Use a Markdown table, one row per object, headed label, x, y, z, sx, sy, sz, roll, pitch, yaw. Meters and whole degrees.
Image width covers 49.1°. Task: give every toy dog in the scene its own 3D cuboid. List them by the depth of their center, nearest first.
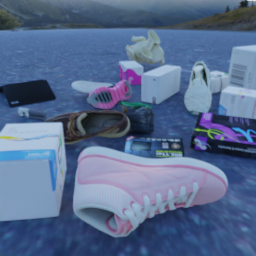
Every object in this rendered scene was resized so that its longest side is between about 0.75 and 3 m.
| label | x | y | z | sx | sy | sz | roll | pitch | yaw |
| --- | --- | --- | --- | --- | --- | --- | --- | --- | --- |
| toy dog | 0.881 | -4.382 | 16.183 | 2.207 | 1.588 | 2.276 | 25 | -12 | -35 |

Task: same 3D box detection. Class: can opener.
| label | x | y | z | sx | sy | sz | roll | pitch | yaw |
| --- | --- | --- | --- | --- | --- | --- | --- | --- | --- |
| can opener | -3.137 | -0.477 | 9.195 | 1.096 | 0.289 | 0.364 | 10 | 20 | 21 |

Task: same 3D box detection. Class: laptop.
| label | x | y | z | sx | sy | sz | roll | pitch | yaw |
| --- | --- | --- | --- | --- | --- | --- | --- | --- | --- |
| laptop | -4.156 | -1.327 | 11.399 | 1.789 | 1.043 | 2.019 | -14 | 2 | -31 |

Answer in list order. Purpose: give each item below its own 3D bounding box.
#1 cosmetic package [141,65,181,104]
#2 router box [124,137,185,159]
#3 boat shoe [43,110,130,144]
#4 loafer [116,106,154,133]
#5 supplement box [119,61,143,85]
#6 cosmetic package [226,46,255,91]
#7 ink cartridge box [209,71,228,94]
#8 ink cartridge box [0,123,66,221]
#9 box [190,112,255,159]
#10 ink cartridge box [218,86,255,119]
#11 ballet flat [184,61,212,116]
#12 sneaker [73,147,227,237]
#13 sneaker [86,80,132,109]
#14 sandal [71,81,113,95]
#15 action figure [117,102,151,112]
| label | x | y | z | sx | sy | sz | roll | pitch | yaw |
| --- | --- | --- | --- | --- | --- | --- | --- | --- | --- |
| cosmetic package | 1.344 | -1.786 | 11.224 | 0.805 | 1.105 | 2.174 | 13 | 25 | 30 |
| router box | 0.574 | 0.658 | 6.239 | 1.357 | 0.421 | 1.017 | 1 | 34 | 4 |
| boat shoe | -1.169 | -0.097 | 7.124 | 2.385 | 0.860 | 0.858 | -2 | -15 | 5 |
| loafer | -0.167 | -0.311 | 8.148 | 1.913 | 0.692 | 0.696 | 6 | 5 | 8 |
| supplement box | 0.122 | -2.703 | 13.648 | 0.847 | 0.829 | 1.639 | -6 | 24 | -15 |
| cosmetic package | 5.380 | -2.070 | 10.763 | 2.349 | 1.966 | 1.954 | -14 | 27 | -30 |
| ink cartridge box | 3.721 | -2.012 | 12.287 | 1.520 | 0.639 | 1.109 | -14 | 27 | -30 |
| ink cartridge box | -1.859 | 0.731 | 5.301 | 1.171 | 1.176 | 1.603 | -3 | 24 | -6 |
| box | 2.976 | 0.179 | 7.411 | 2.413 | 0.436 | 1.725 | 10 | 26 | 16 |
| ink cartridge box | 3.751 | -0.738 | 9.064 | 1.375 | 0.884 | 0.861 | 16 | 28 | 29 |
| ballet flat | 2.494 | -1.551 | 10.078 | 0.977 | 0.977 | 2.724 | 5 | 41 | 12 |
| sneaker | 0.371 | 1.202 | 4.645 | 2.679 | 1.008 | 1.401 | 10 | 41 | -2 |
| sneaker | -0.832 | -1.178 | 10.434 | 1.031 | 0.854 | 2.161 | -4 | 13 | 41 |
| sandal | -1.303 | -1.461 | 11.286 | 2.110 | 0.518 | 0.858 | -3 | 35 | -40 |
| action figure | 0.262 | -0.730 | 9.686 | 1.198 | 0.327 | 0.707 | 2 | 10 | -18 |
